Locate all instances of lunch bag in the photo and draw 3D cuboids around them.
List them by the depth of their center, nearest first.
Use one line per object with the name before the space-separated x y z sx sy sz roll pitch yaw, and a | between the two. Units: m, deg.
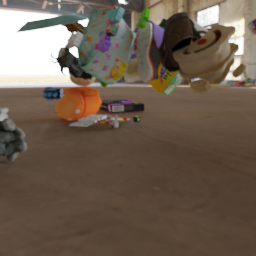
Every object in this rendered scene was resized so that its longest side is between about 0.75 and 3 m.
lunch bag | -0.712 -2.473 8.915 1.183 1.941 1.653 19 -3 30

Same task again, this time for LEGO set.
LEGO set | -0.921 -0.459 12.318 2.745 0.674 2.051 4 15 21

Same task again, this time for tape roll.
tape roll | 0.762 -3.650 12.275 0.803 1.891 1.891 20 -2 -34

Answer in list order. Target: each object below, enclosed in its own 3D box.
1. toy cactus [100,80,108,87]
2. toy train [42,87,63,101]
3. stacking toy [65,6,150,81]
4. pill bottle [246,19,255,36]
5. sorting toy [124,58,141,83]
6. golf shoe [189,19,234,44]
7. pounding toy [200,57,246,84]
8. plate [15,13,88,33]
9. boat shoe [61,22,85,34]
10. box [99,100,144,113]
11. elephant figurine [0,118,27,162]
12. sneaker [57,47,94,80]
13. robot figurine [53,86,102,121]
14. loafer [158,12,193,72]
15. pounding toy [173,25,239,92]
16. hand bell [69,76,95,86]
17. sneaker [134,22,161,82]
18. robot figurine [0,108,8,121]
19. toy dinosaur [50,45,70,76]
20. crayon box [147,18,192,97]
toy cactus | -1.104 -3.024 12.296 1.321 2.583 2.131 -5 2 -41
toy train | -2.860 -1.312 10.672 0.861 0.492 0.373 2 -30 24
stacking toy | -0.465 -2.559 7.254 1.636 2.170 0.510 27 -7 -37
pill bottle | 4.042 -3.190 8.506 0.750 0.418 0.418 -34 -6 28
sorting toy | 0.352 -2.162 10.700 1.330 0.711 1.197 -11 39 18
golf shoe | 3.249 -3.687 11.219 2.438 1.152 0.948 36 7 -24
pounding toy | 3.161 -2.056 9.773 1.183 1.179 2.062 24 25 -30
plate | -2.435 -3.365 8.893 2.301 0.294 2.301 -9 24 4
boat shoe | -2.461 -4.517 12.578 0.609 0.571 1.691 -5 37 -49
box | -0.599 -1.376 17.271 2.098 0.530 2.934 -5 11 -25
elephant figurine | -3.289 0.510 6.396 1.312 1.197 1.691 -26 12 34
sneaker | -2.067 -2.652 11.720 1.253 0.831 2.202 13 -9 11
robot figurine | -2.440 -1.189 13.651 1.952 1.582 2.713 10 15 26
loafer | 1.512 -2.430 8.890 0.944 0.918 2.586 -18 -20 0
pounding toy | 2.330 -1.890 8.466 1.430 1.434 2.501 12 51 44
hand bell | -2.126 -3.370 13.390 1.302 2.500 1.302 7 46 -7
sneaker | 0.698 -2.427 9.124 0.770 1.880 0.724 -3 6 -43
robot figurine | -5.191 -0.307 10.726 1.345 0.896 1.586 -34 12 1
toy dinosaur | -2.457 -2.396 9.977 0.623 1.414 0.336 18 53 -8
crayon box | 1.858 -3.440 13.769 0.846 2.903 2.505 9 33 -50
